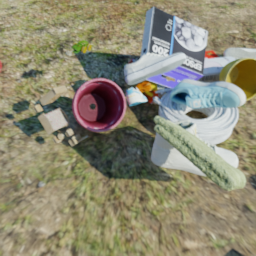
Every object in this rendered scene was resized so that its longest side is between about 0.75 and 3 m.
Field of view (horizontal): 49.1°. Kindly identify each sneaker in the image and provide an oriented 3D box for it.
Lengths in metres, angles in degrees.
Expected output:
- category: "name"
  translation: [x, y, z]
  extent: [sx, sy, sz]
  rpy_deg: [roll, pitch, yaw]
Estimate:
- category: "sneaker"
  translation: [0.309, -1.169, 10.393]
  extent: [0.579, 0.611, 1.514]
  rpy_deg: [-19, 0, 12]
- category: "sneaker"
  translation: [0.855, -2.247, 9.725]
  extent: [2.237, 0.817, 0.792]
  rpy_deg: [-18, 81, 11]
- category: "sneaker"
  translation: [2.561, -0.953, 9.529]
  extent: [2.639, 0.976, 1.081]
  rpy_deg: [16, 51, 47]
- category: "sneaker"
  translation: [5.917, -3.698, 14.287]
  extent: [2.104, 0.804, 0.847]
  rpy_deg: [8, 30, 4]
- category: "sneaker"
  translation: [2.208, 0.594, 8.864]
  extent: [2.846, 1.644, 1.048]
  rpy_deg: [5, 41, 2]

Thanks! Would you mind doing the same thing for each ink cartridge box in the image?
- category: "ink cartridge box"
  translation: [3.798, -3.230, 13.715]
  extent: [2.436, 0.855, 2.998]
  rpy_deg: [-10, 48, -10]
- category: "ink cartridge box"
  translation: [1.865, -3.016, 11.275]
  extent: [2.802, 0.614, 2.828]
  rpy_deg: [13, 79, -26]

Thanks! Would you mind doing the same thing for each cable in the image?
- category: "cable"
  translation: [2.563, -0.509, 10.495]
  extent: [2.860, 0.990, 2.860]
  rpy_deg: [-12, 45, -10]

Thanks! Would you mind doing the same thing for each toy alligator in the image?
- category: "toy alligator"
  translation: [-1.750, -2.909, 10.042]
  extent: [0.493, 0.357, 1.487]
  rpy_deg: [25, 33, 8]

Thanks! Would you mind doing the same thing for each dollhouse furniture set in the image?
- category: "dollhouse furniture set"
  translation: [-2.213, -0.307, 9.339]
  extent: [1.929, 0.854, 1.000]
  rpy_deg: [59, 33, -2]

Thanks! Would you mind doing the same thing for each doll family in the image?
- category: "doll family"
  translation: [0.694, -2.146, 11.615]
  extent: [1.487, 1.079, 2.396]
  rpy_deg: [-19, 73, -14]

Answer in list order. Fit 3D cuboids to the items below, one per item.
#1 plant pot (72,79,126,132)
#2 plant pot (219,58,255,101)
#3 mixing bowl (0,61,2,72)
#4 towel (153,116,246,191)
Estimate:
- category: "plant pot"
  translation: [-1.175, -0.766, 10.141]
  extent: [1.826, 1.826, 1.635]
  rpy_deg: [-17, 6, -18]
- category: "plant pot"
  translation: [4.640, -2.165, 11.991]
  extent: [1.794, 1.794, 1.273]
  rpy_deg: [-10, 23, -10]
- category: "mixing bowl"
  translation: [-6.435, -2.789, 12.812]
  extent: [1.705, 0.924, 1.705]
  rpy_deg: [-14, 66, 35]
- category: "towel"
  translation: [1.792, 0.617, 7.021]
  extent: [2.475, 0.452, 1.836]
  rpy_deg: [44, 14, 28]
